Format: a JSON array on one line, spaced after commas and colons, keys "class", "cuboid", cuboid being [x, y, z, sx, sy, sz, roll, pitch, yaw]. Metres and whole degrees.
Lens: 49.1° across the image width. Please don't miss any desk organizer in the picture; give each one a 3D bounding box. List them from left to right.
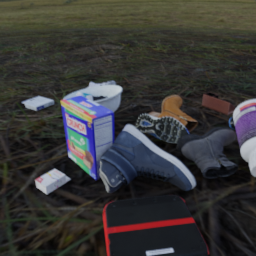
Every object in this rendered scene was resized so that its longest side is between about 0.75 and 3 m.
[{"class": "desk organizer", "cuboid": [4.621, -1.263, 14.321, 0.601, 0.646, 1.677, -19, 32, -33]}]

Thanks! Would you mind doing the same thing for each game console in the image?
[{"class": "game console", "cuboid": [0.572, 2.530, 7.069, 2.326, 0.361, 2.057, -4, 29, -8]}]

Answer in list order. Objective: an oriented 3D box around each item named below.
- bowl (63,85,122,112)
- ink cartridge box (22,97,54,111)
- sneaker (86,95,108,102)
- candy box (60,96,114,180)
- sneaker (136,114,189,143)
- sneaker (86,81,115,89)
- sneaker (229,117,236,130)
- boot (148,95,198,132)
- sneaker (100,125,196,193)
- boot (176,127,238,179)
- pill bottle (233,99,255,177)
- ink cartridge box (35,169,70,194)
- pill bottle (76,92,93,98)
[{"class": "bowl", "cuboid": [-1.515, -1.023, 12.965, 2.730, 1.227, 2.730, -9, 23, 4]}, {"class": "ink cartridge box", "cuboid": [-4.781, -1.295, 14.837, 1.207, 0.261, 1.185, 15, 30, 32]}, {"class": "sneaker", "cuboid": [-1.460, -1.002, 12.702, 1.065, 0.706, 1.871, -2, -8, -18]}, {"class": "candy box", "cuboid": [-1.328, 0.283, 9.370, 0.873, 2.265, 1.915, -20, 33, -35]}, {"class": "sneaker", "cuboid": [1.457, 0.045, 10.983, 1.079, 0.950, 2.420, 19, 2, -43]}, {"class": "sneaker", "cuboid": [-1.629, -2.418, 16.574, 1.076, 0.703, 1.872, 21, 36, 30]}, {"class": "sneaker", "cuboid": [5.190, -0.298, 12.238, 1.689, 0.599, 0.700, -4, -10, -12]}, {"class": "boot", "cuboid": [2.246, -0.530, 12.517, 1.985, 0.945, 2.566, 19, 45, 40]}, {"class": "sneaker", "cuboid": [0.434, 1.468, 8.469, 2.831, 1.076, 2.046, 36, 64, 12]}, {"class": "boot", "cuboid": [3.204, 0.932, 9.860, 2.757, 0.962, 1.815, -13, 40, -27]}, {"class": "pill bottle", "cuboid": [4.426, 0.364, 9.386, 1.403, 1.403, 2.518, 3, 49, 6]}, {"class": "ink cartridge box", "cuboid": [-2.358, 1.637, 8.847, 0.553, 0.320, 0.949, 20, 32, 34]}, {"class": "pill bottle", "cuboid": [-2.010, -1.396, 13.501, 0.959, 0.531, 0.531, 6, 17, -41]}]
